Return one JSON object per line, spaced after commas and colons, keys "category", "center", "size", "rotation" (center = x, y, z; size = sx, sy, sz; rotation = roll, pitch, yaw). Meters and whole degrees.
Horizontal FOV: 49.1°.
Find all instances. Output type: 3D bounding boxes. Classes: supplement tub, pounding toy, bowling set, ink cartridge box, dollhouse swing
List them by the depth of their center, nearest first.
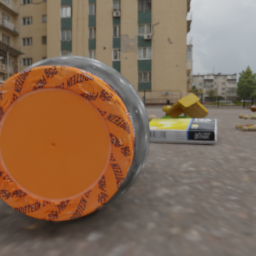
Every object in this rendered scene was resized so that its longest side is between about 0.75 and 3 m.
{"category": "supplement tub", "center": [-0.627, 0.021, 3.980], "size": [1.835, 1.835, 2.995], "rotation": [0, 6, 3]}
{"category": "ink cartridge box", "center": [1.864, -0.011, 9.710], "size": [2.298, 0.546, 2.325], "rotation": [-1, 16, 18]}
{"category": "dollhouse swing", "center": [2.393, -0.607, 11.361], "size": [1.106, 1.070, 1.217], "rotation": [-29, -8, -24]}
{"category": "pounding toy", "center": [2.118, -0.532, 12.820], "size": [2.046, 1.230, 2.651], "rotation": [-2, 8, -21]}
{"category": "bowling set", "center": [5.519, -0.443, 13.061], "size": [0.905, 1.174, 1.687], "rotation": [-1, 1, 2]}
